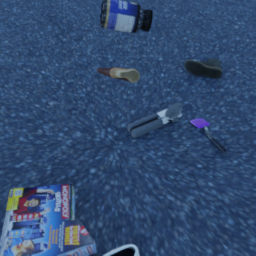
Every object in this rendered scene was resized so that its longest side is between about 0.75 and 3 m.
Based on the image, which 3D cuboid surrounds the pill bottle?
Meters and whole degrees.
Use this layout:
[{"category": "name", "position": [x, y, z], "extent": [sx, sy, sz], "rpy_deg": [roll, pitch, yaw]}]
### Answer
[{"category": "pill bottle", "position": [-0.060, -3.232, 8.172], "extent": [1.458, 0.815, 0.815], "rpy_deg": [5, 47, -11]}]

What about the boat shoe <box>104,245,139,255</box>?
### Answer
[{"category": "boat shoe", "position": [-0.768, 3.743, 7.188], "extent": [2.382, 0.779, 0.876], "rpy_deg": [-29, 54, -24]}]

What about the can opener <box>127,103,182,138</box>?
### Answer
[{"category": "can opener", "position": [1.088, -0.400, 10.968], "extent": [2.347, 0.785, 0.626], "rpy_deg": [-23, 51, -19]}]

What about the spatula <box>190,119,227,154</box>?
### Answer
[{"category": "spatula", "position": [3.145, 0.272, 10.749], "extent": [0.573, 0.208, 2.027], "rpy_deg": [-17, 50, -18]}]

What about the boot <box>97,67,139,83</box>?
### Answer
[{"category": "boot", "position": [-0.247, -1.478, 7.545], "extent": [0.822, 0.357, 0.988], "rpy_deg": [20, 13, 36]}]

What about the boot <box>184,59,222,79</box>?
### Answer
[{"category": "boot", "position": [3.644, -3.048, 13.564], "extent": [1.777, 0.688, 1.229], "rpy_deg": [21, 45, 1]}]

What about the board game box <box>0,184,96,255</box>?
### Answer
[{"category": "board game box", "position": [-2.192, 2.897, 7.966], "extent": [2.513, 0.776, 2.515], "rpy_deg": [-3, 47, -5]}]
